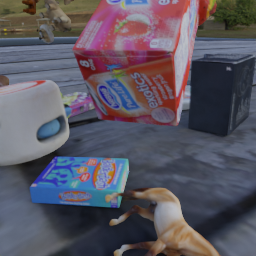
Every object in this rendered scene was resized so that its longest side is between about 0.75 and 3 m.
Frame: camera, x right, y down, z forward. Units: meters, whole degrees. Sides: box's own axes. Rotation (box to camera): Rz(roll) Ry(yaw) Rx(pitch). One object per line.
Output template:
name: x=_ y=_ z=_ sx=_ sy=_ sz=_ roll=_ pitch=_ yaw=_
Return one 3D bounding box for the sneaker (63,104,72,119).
sneaker: x=-2.431 y=-0.397 z=6.888 sx=2.063 sy=0.731 sz=0.855 roll=-8 pitch=64 yaw=-16

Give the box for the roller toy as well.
roller toy: x=-2.166 y=-0.097 z=5.545 sx=1.972 sy=1.378 sz=1.799 roll=-16 pitch=19 yaw=-15

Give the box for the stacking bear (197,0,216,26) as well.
stacking bear: x=1.761 y=-3.375 z=7.502 sx=1.248 sy=1.333 sz=2.195 roll=14 pitch=43 yaw=11

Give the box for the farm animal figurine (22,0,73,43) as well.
farm animal figurine: x=-1.602 y=-2.649 z=6.141 sx=1.233 sy=1.219 sz=0.643 roll=-19 pitch=10 yaw=29

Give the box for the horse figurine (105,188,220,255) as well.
horse figurine: x=0.342 y=1.200 z=3.543 sx=1.150 sy=0.433 sz=1.735 roll=-10 pitch=25 yaw=-7

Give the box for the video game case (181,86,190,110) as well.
video game case: x=2.064 y=-1.086 z=9.602 sx=2.207 sy=0.261 sz=2.009 roll=-8 pitch=23 yaw=-20

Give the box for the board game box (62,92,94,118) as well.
board game box: x=-1.813 y=-0.712 z=8.645 sx=1.256 sy=0.338 sz=2.092 roll=18 pitch=27 yaw=30

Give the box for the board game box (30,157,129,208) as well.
board game box: x=-0.726 y=0.838 z=4.571 sx=1.352 sy=0.304 sz=1.028 roll=1 pitch=21 yaw=7

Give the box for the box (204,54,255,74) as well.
box: x=3.781 y=-2.171 z=10.986 sx=1.823 sy=1.071 sz=1.793 roll=14 pitch=23 yaw=10

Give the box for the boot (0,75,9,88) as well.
boot: x=-3.859 y=-1.321 z=9.681 sx=1.974 sy=0.634 sz=1.839 roll=0 pitch=34 yaw=10

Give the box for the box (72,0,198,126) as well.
box: x=0.366 y=-1.614 z=4.766 sx=1.393 sy=1.455 sz=2.919 roll=6 pitch=53 yaw=17

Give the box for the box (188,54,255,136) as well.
box: x=2.408 y=-0.930 z=7.163 sx=1.080 sy=1.743 sz=1.713 roll=12 pitch=24 yaw=33
